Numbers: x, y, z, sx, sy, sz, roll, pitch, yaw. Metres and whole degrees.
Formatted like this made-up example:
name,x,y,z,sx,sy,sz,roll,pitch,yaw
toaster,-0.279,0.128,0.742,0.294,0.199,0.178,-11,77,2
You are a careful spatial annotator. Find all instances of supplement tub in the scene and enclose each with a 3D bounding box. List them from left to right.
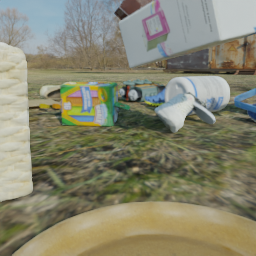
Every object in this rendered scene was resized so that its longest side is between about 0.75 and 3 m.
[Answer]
name,x,y,z,sx,sy,sz,roll,pitch,yaw
supplement tub,2.720,-1.289,11.073,2.279,1.503,1.503,-9,16,-32

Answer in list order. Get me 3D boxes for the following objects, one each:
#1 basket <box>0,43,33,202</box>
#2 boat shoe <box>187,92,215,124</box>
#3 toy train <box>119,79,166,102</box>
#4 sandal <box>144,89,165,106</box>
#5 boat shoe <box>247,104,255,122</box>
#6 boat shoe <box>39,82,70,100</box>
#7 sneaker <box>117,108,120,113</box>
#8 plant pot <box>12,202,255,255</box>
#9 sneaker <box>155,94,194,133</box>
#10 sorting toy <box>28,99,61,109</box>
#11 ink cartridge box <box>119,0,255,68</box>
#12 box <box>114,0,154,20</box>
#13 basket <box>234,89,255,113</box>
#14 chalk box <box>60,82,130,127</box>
name,x,y,z,sx,sy,sz,roll,pitch,yaw
basket,-2.803,-0.095,4.239,2.447,2.425,1.968,-8,20,-32
boat shoe,2.476,-0.710,9.570,0.480,0.519,1.407,-39,62,-20
toy train,0.805,-1.949,14.948,2.622,1.117,1.494,-13,28,-43
sandal,1.750,-1.454,13.201,1.961,0.854,0.779,-2,15,1
boat shoe,4.849,-0.357,9.244,0.641,0.639,1.770,-5,23,-38
boat shoe,-3.441,-1.941,15.248,2.590,0.934,0.841,-12,29,-38
sneaker,-0.916,-0.774,11.357,1.185,0.433,0.663,14,14,20
plant pot,0.336,1.420,2.097,2.905,0.399,2.905,-1,14,0
sneaker,1.516,-0.623,8.635,1.149,0.901,2.313,-39,8,14
sorting toy,-3.964,-1.035,12.695,1.749,0.314,2.347,-3,13,-30
ink cartridge box,1.365,-2.184,5.851,1.973,1.156,2.730,-21,13,-30
box,0.222,-4.003,9.294,0.826,1.006,0.834,38,-2,-18
basket,5.490,-1.106,9.421,2.894,2.013,2.552,-20,27,-11
chalk box,-1.032,-0.838,9.495,2.170,1.345,1.355,1,14,5
